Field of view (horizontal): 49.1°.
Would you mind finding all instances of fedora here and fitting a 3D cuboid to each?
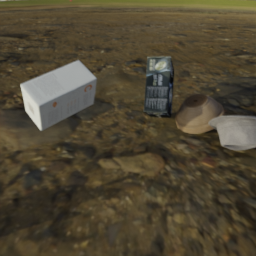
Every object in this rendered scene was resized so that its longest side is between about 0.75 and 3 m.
[{"bbox_3d":[3.686,0.234,9.209,1.982,0.895,1.753,5,-15,-11],"label":"fedora"}]

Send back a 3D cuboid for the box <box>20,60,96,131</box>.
[{"bbox_3d":[-2.070,-1.004,8.548,1.984,1.234,0.967,-31,68,-29],"label":"box"}]

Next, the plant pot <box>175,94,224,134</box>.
[{"bbox_3d":[2.756,-0.723,11.123,1.938,0.895,1.938,-17,34,12],"label":"plant pot"}]

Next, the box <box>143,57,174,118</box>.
[{"bbox_3d":[1.259,-1.529,11.067,0.907,2.106,1.725,3,-4,14],"label":"box"}]
